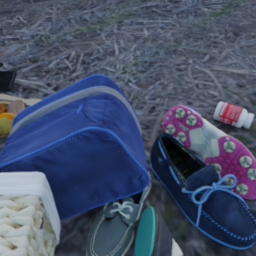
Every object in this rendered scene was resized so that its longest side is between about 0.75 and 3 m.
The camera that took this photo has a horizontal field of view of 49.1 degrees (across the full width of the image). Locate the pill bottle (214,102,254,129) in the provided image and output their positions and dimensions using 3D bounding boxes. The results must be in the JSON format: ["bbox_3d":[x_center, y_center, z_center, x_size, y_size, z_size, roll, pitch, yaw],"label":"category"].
[{"bbox_3d":[3.095,-0.351,8.214,1.014,0.569,0.569,23,44,25],"label":"pill bottle"}]

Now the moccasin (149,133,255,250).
[{"bbox_3d":[1.418,1.213,5.915,1.188,1.007,2.952,-28,50,-30],"label":"moccasin"}]

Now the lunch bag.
[{"bbox_3d":[-1.146,0.414,5.766,2.919,1.983,1.931,-22,38,15],"label":"lunch bag"}]

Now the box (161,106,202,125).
[{"bbox_3d":[1.567,-0.253,8.336,1.114,0.269,0.653,-27,45,-27],"label":"box"}]

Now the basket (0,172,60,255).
[{"bbox_3d":[-2.647,1.983,4.243,2.894,1.962,1.785,-2,43,-5],"label":"basket"}]

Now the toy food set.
[{"bbox_3d":[-3.958,-0.336,8.180,1.976,0.575,2.863,10,40,12],"label":"toy food set"}]

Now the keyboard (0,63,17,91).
[{"bbox_3d":[-5.160,-1.907,10.174,2.220,0.229,1.410,3,61,4],"label":"keyboard"}]

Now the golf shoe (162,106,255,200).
[{"bbox_3d":[2.150,0.490,6.821,2.824,1.064,1.292,47,20,22],"label":"golf shoe"}]

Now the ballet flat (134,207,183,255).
[{"bbox_3d":[0.477,2.443,4.561,0.907,0.907,2.483,6,33,7],"label":"ballet flat"}]

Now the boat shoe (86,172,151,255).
[{"bbox_3d":[-0.155,1.603,5.677,0.880,0.746,2.416,16,42,18],"label":"boat shoe"}]
